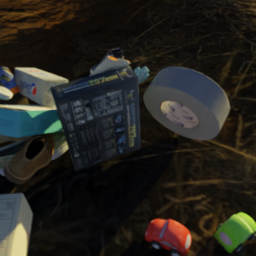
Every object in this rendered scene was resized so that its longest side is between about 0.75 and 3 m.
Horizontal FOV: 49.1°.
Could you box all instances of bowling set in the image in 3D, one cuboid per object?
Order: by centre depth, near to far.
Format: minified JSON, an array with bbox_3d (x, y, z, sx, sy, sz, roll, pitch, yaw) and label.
[{"bbox_3d":[-3.459,-0.196,8.727,0.954,1.236,1.777,-14,4,0],"label":"bowling set"}]

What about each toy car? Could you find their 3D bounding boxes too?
[{"bbox_3d":[2.163,2.836,6.839,2.655,0.629,2.821,-26,51,-22],"label":"toy car"}]

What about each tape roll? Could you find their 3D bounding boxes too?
[{"bbox_3d":[1.790,-0.705,8.823,2.578,2.578,0.852,24,67,22],"label":"tape roll"}]

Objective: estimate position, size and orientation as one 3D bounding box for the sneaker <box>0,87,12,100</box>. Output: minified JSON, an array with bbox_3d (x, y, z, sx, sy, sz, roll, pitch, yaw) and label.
[{"bbox_3d":[-3.547,-0.698,7.135,1.299,0.766,0.478,14,15,13],"label":"sneaker"}]

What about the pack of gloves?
[{"bbox_3d":[-0.554,-1.047,8.409,2.055,2.447,0.483,0,62,-48],"label":"pack of gloves"}]

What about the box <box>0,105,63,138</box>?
[{"bbox_3d":[-2.617,-0.270,8.262,1.171,0.699,2.845,8,8,22],"label":"box"}]

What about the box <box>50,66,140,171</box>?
[{"bbox_3d":[-0.785,-0.179,8.113,2.241,2.841,0.725,-18,47,-13],"label":"box"}]

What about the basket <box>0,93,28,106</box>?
[{"bbox_3d":[-4.441,-0.809,10.221,1.360,0.925,1.226,-28,54,-29],"label":"basket"}]

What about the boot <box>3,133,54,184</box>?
[{"bbox_3d":[-2.396,0.561,7.591,0.880,0.902,2.390,37,18,-10],"label":"boot"}]

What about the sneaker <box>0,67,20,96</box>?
[{"bbox_3d":[-4.934,-1.427,9.218,2.618,1.027,0.986,-7,11,-3],"label":"sneaker"}]

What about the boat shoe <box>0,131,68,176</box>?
[{"bbox_3d":[-2.927,0.656,8.838,2.550,0.791,0.918,-28,52,-24],"label":"boat shoe"}]

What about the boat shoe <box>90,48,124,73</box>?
[{"bbox_3d":[-0.927,-2.972,12.349,1.736,0.805,0.648,-30,53,-27],"label":"boat shoe"}]

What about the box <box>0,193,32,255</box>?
[{"bbox_3d":[-3.108,3.066,6.244,1.414,1.158,2.979,-3,46,-3],"label":"box"}]

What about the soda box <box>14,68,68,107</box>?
[{"bbox_3d":[-2.954,-1.401,9.331,0.789,0.850,2.489,-10,23,-40],"label":"soda box"}]
